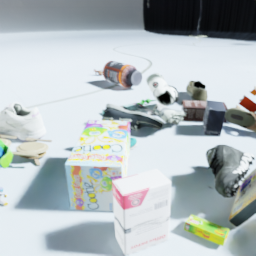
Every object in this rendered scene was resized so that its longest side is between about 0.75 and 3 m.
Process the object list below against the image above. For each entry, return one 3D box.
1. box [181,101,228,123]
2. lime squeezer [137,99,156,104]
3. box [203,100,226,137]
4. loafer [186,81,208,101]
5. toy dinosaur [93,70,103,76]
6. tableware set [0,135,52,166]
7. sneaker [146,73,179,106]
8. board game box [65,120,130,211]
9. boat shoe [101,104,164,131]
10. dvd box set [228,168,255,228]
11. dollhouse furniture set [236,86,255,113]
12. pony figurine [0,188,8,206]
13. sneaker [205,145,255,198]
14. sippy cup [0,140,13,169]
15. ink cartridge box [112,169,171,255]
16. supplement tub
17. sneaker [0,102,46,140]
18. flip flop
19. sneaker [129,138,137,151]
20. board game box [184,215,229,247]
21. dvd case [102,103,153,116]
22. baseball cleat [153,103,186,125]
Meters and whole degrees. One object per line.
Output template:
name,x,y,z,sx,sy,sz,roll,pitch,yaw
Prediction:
box,3.172,-0.698,11.766,1.801,0.675,0.902,2,24,8
lime squeezer,0.907,-1.284,13.347,1.336,0.252,0.472,-11,-5,-30
box,3.224,-0.374,10.551,0.645,1.039,1.047,6,26,9
loafer,3.540,-1.927,14.000,0.957,0.887,2.546,11,27,-6
toy dinosaur,-1.905,-3.634,18.625,0.557,0.353,0.822,-27,47,-33
tableware set,-3.655,0.729,8.904,2.224,0.446,1.470,6,17,2
sneaker,1.670,-1.356,12.431,0.981,1.171,2.647,-32,-27,21
board game box,-0.671,0.875,7.484,1.295,1.318,2.514,2,25,4
boat shoe,0.140,-0.255,10.703,2.508,0.757,0.948,16,-9,29
dvd box set,3.003,1.369,6.499,0.263,1.308,1.788,39,36,11
dollhouse furniture set,5.083,-0.752,11.237,1.345,1.360,0.701,33,32,-5
pony figurine,-3.364,1.630,6.871,0.756,0.629,0.730,21,0,45
sneaker,2.445,1.002,7.213,1.165,0.856,2.575,29,23,25
sippy cup,-4.096,0.964,7.554,1.321,1.682,1.233,40,30,-19
ink cartridge box,0.271,1.671,5.623,1.029,1.422,0.600,-11,23,-22
supplement tub,-0.310,-3.077,16.211,1.311,1.311,2.452,-19,31,-36
sneaker,-4.330,-0.320,10.038,2.780,1.385,1.041,2,28,7
flip flop,4.596,-0.265,10.400,2.102,0.852,0.605,20,18,32
sneaker,-0.613,0.426,9.177,1.847,0.735,0.716,1,25,2
board game box,1.656,2.152,5.922,0.835,0.199,0.424,14,15,29
dvd case,-0.010,-0.688,12.271,1.884,0.207,1.375,-15,29,-27
baseball cleat,1.555,-0.590,10.751,1.005,0.658,1.888,37,11,21
